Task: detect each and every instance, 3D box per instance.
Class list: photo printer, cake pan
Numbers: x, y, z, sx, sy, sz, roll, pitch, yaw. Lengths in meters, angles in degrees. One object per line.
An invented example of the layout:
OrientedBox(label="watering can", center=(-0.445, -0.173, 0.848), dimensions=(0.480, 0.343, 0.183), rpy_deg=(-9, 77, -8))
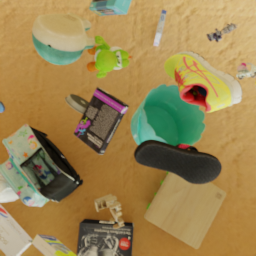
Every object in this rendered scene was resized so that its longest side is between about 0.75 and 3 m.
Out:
OrientedBox(label="photo printer", center=(-4.680, 1.917, 9.660), dimensions=(1.658, 1.992, 0.692), rpy_deg=(32, 79, 5))
OrientedBox(label="cake pan", center=(-1.249, -0.615, 7.427), dimensions=(0.889, 0.889, 0.163), rpy_deg=(37, 105, 7))

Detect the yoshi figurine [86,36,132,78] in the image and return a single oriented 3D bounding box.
OrientedBox(label="yoshi figurine", center=(-0.797, -2.161, 8.708), dimensions=(1.151, 2.056, 1.155), rpy_deg=(-52, 123, -11))

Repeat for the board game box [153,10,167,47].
OrientedBox(label="board game box", center=(1.282, -4.011, 11.329), dimensions=(0.224, 1.033, 1.028), rpy_deg=(14, 79, 0))

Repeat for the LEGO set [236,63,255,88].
OrientedBox(label="LEGO set", center=(3.967, -1.327, 7.485), dimensions=(2.218, 1.020, 0.826), rpy_deg=(17, 93, -34))

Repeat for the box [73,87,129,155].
OrientedBox(label="box", center=(-0.685, -0.174, 6.830), dimensions=(0.982, 0.248, 1.373), rpy_deg=(35, 100, 29))

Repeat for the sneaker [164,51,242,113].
OrientedBox(label="sneaker", center=(1.717, -1.263, 7.638), dimensions=(1.174, 1.016, 2.599), rpy_deg=(-32, 44, -17))

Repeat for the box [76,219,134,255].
OrientedBox(label="box", center=(-0.779, 4.168, 9.720), dimensions=(1.879, 0.978, 1.711), rpy_deg=(4, 80, 1))

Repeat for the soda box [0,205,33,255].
OrientedBox(label="soda box", center=(-4.490, 3.532, 9.953), dimensions=(2.276, 0.775, 0.725), rpy_deg=(43, 82, 8))

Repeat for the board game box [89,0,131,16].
OrientedBox(label="board game box", center=(-0.258, -4.222, 7.859), dimensions=(0.470, 1.513, 2.004), rpy_deg=(18, 95, -38))

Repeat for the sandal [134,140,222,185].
OrientedBox(label="sandal", center=(1.343, 0.771, 7.210), dimensions=(2.669, 0.601, 1.002), rpy_deg=(21, 119, -24))

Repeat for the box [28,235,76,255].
OrientedBox(label="box", center=(-1.880, 3.141, 7.185), dimensions=(1.263, 0.770, 0.301), rpy_deg=(24, 77, 30))

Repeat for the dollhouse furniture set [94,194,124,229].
OrientedBox(label="dollhouse furniture set", center=(-0.611, 2.546, 8.686), dimensions=(0.602, 0.926, 0.850), rpy_deg=(-17, 119, -18))

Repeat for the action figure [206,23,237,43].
OrientedBox(label="action figure", center=(2.863, -2.934, 8.537), dimensions=(0.678, 1.042, 0.361), rpy_deg=(-18, 91, -19))

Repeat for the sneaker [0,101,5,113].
OrientedBox(label="sneaker", center=(-4.332, -0.634, 8.723), dimensions=(1.209, 0.474, 0.398), rpy_deg=(9, 117, 31))

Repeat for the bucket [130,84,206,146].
OrientedBox(label="bucket", center=(1.105, -0.145, 8.373), dimensions=(2.040, 1.327, 2.040), rpy_deg=(8, 66, -20))

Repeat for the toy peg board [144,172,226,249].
OrientedBox(label="toy peg board", center=(1.924, 2.689, 10.134), dimensions=(2.218, 1.090, 2.228), rpy_deg=(33, 82, -10))

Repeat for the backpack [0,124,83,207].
OrientedBox(label="backpack", center=(-3.104, 1.300, 9.594), dimensions=(2.042, 2.408, 2.712), rpy_deg=(-34, 77, -11))

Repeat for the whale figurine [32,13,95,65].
OrientedBox(label="whale figurine", center=(-1.930, -2.748, 8.519), dimensions=(1.880, 1.226, 2.363), rpy_deg=(22, 37, -4))
